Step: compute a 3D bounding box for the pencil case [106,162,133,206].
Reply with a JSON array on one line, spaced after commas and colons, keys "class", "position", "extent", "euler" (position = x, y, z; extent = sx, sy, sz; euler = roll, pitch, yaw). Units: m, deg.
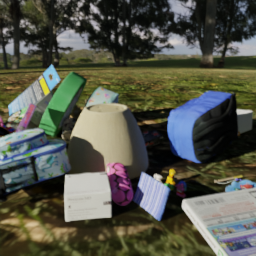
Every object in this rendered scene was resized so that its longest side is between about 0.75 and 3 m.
[{"class": "pencil case", "position": [-0.265, 1.404, 7.267], "extent": [0.602, 0.621, 1.326], "euler": [-38, 23, 4]}]

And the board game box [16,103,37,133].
[{"class": "board game box", "position": [-3.594, 0.056, 9.388], "extent": [0.305, 1.886, 1.132], "euler": [26, -4, -16]}]

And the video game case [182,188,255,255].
[{"class": "video game case", "position": [2.695, 2.022, 5.682], "extent": [2.458, 0.271, 2.238], "euler": [-4, 22, -16]}]

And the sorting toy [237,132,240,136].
[{"class": "sorting toy", "position": [3.872, 0.288, 11.082], "extent": [1.047, 0.590, 0.143], "euler": [-12, 32, 21]}]

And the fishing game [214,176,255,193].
[{"class": "fishing game", "position": [3.229, 1.649, 7.255], "extent": [1.331, 0.289, 1.858], "euler": [-6, 18, -13]}]

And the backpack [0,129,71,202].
[{"class": "backpack", "position": [-2.604, 0.803, 7.444], "extent": [1.966, 1.445, 1.799], "euler": [-13, 11, -24]}]

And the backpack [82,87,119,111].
[{"class": "backpack", "position": [-1.005, -0.517, 10.898], "extent": [1.525, 1.989, 1.748], "euler": [23, 51, 11]}]

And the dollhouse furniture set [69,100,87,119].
[{"class": "dollhouse furniture set", "position": [-2.234, -0.620, 14.294], "extent": [1.637, 1.087, 1.435], "euler": [-38, 36, -30]}]

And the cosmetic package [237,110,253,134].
[{"class": "cosmetic package", "position": [4.561, -0.313, 12.645], "extent": [1.466, 0.904, 1.471], "euler": [-13, 16, -37]}]

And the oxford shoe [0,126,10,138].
[{"class": "oxford shoe", "position": [-4.367, -0.020, 8.641], "extent": [0.542, 0.543, 1.521], "euler": [3, -10, 38]}]

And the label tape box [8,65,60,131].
[{"class": "label tape box", "position": [-3.865, -1.219, 12.222], "extent": [2.800, 0.886, 2.019], "euler": [-42, 39, 3]}]

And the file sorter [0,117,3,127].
[{"class": "file sorter", "position": [-5.602, 0.382, 9.229], "extent": [1.705, 1.539, 2.454], "euler": [12, 20, 33]}]

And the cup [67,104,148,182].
[{"class": "cup", "position": [-0.669, 0.285, 8.950], "extent": [2.687, 1.922, 2.687], "euler": [0, 17, 0]}]

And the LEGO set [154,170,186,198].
[{"class": "LEGO set", "position": [1.212, 1.427, 7.665], "extent": [0.422, 0.454, 1.106], "euler": [-13, 21, -39]}]

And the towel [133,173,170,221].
[{"class": "towel", "position": [0.524, 1.591, 6.595], "extent": [0.129, 0.781, 1.079], "euler": [15, 4, -35]}]

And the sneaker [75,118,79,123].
[{"class": "sneaker", "position": [-2.217, -0.124, 12.747], "extent": [0.597, 0.557, 1.580], "euler": [31, 40, 31]}]

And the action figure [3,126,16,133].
[{"class": "action figure", "position": [-5.336, 0.055, 11.640], "extent": [0.688, 0.544, 2.103], "euler": [-19, -11, 29]}]

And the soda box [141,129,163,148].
[{"class": "soda box", "position": [0.702, 0.452, 10.643], "extent": [1.345, 0.426, 0.476], "euler": [-14, 49, -45]}]

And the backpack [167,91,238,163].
[{"class": "backpack", "position": [2.428, 0.047, 9.746], "extent": [2.435, 1.978, 2.043], "euler": [-32, 25, -33]}]

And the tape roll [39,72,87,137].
[{"class": "tape roll", "position": [-2.692, -0.978, 11.726], "extent": [0.675, 2.809, 2.809], "euler": [29, 16, -6]}]

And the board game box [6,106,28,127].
[{"class": "board game box", "position": [-4.230, -0.471, 10.948], "extent": [1.232, 0.144, 0.645], "euler": [-18, 43, 25]}]

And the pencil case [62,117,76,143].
[{"class": "pencil case", "position": [-2.402, 0.086, 11.588], "extent": [0.653, 0.568, 1.461], "euler": [7, 25, -16]}]

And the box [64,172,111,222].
[{"class": "box", "position": [-0.968, 1.601, 6.657], "extent": [1.045, 0.687, 1.051], "euler": [-3, 17, -9]}]
